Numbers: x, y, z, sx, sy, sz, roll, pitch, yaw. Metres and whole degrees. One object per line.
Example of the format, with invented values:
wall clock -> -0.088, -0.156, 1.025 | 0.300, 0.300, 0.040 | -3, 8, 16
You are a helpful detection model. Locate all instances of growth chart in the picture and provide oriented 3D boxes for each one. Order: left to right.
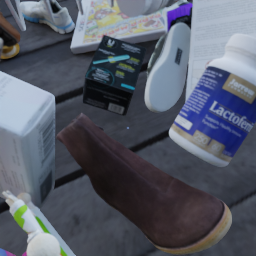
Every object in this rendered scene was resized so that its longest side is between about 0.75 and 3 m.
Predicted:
growth chart -> -0.531, 1.379, 2.668 | 0.245, 2.762, 1.999 | -38, 96, -22

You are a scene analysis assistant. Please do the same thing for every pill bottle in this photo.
pill bottle -> 0.455, -2.735, 5.550 | 0.845, 0.845, 1.458 | 33, 48, 19
pill bottle -> 1.185, -0.322, 3.406 | 0.829, 0.829, 1.433 | 32, 100, 18

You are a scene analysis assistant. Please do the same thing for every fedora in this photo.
fedora -> -3.835, -2.543, 8.752 | 0.845, 0.345, 0.845 | 0, 57, 0

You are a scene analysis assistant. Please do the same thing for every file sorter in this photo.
file sorter -> -1.743, -3.074, 5.253 | 2.702, 1.683, 1.875 | -17, 70, -5

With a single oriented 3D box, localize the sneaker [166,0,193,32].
sneaker -> 1.665, -3.475, 9.130 | 0.995, 0.695, 2.000 | 38, 65, 20

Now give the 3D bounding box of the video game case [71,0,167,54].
video game case -> -0.253, -3.654, 9.013 | 2.970, 0.340, 2.703 | -6, 57, 14

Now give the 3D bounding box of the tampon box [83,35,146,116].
tampon box -> -0.262, -1.001, 5.306 | 0.879, 0.741, 1.173 | 18, 57, -3

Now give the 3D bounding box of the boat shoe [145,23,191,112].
boat shoe -> 0.646, -1.010, 4.912 | 0.628, 0.565, 1.776 | 33, 65, -24

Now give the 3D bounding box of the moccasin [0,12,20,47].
moccasin -> -3.498, -2.817, 6.394 | 2.347, 0.858, 0.906 | 36, 53, -23

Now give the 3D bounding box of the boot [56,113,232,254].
boot -> -0.039, 0.646, 3.823 | 2.016, 2.423, 0.877 | 48, 65, -13

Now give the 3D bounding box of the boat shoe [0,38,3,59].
boat shoe -> -3.211, -1.122, 5.556 | 0.846, 0.892, 2.356 | 23, 47, -17

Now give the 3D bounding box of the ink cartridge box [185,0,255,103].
ink cartridge box -> 1.973, -1.387, 4.221 | 2.074, 0.728, 2.552 | 2, 90, 34

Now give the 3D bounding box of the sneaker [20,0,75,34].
sneaker -> -2.762, -3.973, 9.321 | 2.158, 0.935, 0.809 | 23, 62, 15

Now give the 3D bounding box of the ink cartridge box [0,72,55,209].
ink cartridge box -> -2.484, -0.061, 3.932 | 2.983, 2.424, 0.851 | 27, 53, 6

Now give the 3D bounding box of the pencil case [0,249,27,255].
pencil case -> -1.592, 2.108, 2.196 | 1.087, 1.087, 2.461 | 6, 50, 4
